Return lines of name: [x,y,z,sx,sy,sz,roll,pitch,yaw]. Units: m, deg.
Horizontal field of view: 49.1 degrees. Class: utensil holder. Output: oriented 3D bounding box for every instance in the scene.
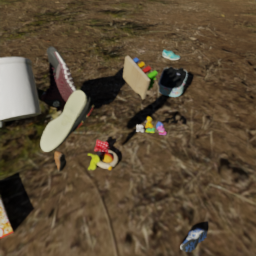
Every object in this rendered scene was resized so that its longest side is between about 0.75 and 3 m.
utensil holder: [-4.292,-1.389,10.495,1.755,2.065,1.755,-13,1,0]

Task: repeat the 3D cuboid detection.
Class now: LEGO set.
LEGO set: [0.859,-0.113,10.303,1.150,0.472,0.438,6,41,25]

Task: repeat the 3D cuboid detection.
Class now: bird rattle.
bird rattle: [-1.026,1.255,11.752,1.238,0.855,1.518,24,30,11]

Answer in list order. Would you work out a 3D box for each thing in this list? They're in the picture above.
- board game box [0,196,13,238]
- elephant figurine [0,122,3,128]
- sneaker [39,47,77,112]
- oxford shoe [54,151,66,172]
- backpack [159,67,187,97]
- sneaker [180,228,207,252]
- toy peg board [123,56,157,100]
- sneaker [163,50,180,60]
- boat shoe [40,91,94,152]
board game box: [-5.515,3.158,9.234,2.749,0.637,2.082,-21,44,-24]
elephant figurine: [-6.351,-1.228,14.240,2.334,1.811,1.652,32,4,19]
sneaker: [-3.163,-1.852,11.769,1.603,2.775,1.050,-29,29,-16]
oxford shoe: [-1.987,0.958,8.121,0.287,0.805,0.287,30,47,20]
backpack: [2.451,-2.454,15.643,1.485,1.259,1.672,13,48,14]
sneaker: [2.060,3.596,8.997,1.013,0.384,0.390,-25,19,-24]
toy peg board: [0.511,-2.130,11.416,0.682,1.394,1.388,-33,72,-19]
sneaker: [2.979,-5.068,19.502,1.290,0.514,0.500,23,44,25]
boat shoe: [-1.695,-0.114,7.902,0.737,0.631,2.014,40,95,26]
